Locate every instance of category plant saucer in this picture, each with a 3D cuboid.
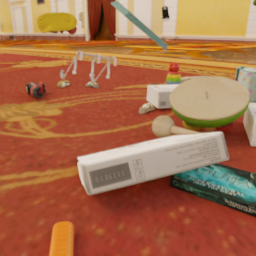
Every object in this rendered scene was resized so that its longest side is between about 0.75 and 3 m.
[{"bbox_3d":[0.265,-1.860,5.175,1.433,0.136,0.501,17,29,-52],"label":"plant saucer"}]

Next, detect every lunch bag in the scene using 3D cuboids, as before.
[{"bbox_3d":[5.072,-1.918,12.070,0.950,1.327,1.557,0,21,-8],"label":"lunch bag"}]

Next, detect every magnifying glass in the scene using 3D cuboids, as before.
[{"bbox_3d":[-0.836,2.083,3.286,1.052,0.296,2.644,-4,23,-8],"label":"magnifying glass"}]

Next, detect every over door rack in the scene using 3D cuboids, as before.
[{"bbox_3d":[-1.054,-1.477,7.326,1.027,0.463,1.390,2,-15,-32],"label":"over door rack"}]

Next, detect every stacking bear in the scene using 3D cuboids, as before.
[{"bbox_3d":[2.169,-2.462,13.469,0.761,1.339,0.813,-1,21,-2],"label":"stacking bear"}]

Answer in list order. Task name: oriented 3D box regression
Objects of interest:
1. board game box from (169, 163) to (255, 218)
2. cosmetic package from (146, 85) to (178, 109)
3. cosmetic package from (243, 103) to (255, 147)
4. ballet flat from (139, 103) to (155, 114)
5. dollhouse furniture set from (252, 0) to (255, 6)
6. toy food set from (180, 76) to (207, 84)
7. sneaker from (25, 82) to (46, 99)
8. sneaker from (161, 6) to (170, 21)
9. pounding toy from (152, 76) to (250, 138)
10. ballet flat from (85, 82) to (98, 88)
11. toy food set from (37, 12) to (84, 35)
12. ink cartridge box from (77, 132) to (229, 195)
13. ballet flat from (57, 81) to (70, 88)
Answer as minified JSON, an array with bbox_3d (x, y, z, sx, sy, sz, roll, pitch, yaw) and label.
[{"bbox_3d":[1.911,1.120,5.734,1.777,0.250,1.202,14,26,33],"label":"board game box"},{"bbox_3d":[2.263,-1.326,11.278,2.816,0.713,1.162,-5,20,-18],"label":"cosmetic package"},{"bbox_3d":[4.071,-0.123,8.253,1.053,0.767,2.071,5,23,13],"label":"cosmetic package"},{"bbox_3d":[0.735,-0.763,10.509,0.317,0.314,0.933,15,25,31],"label":"ballet flat"},{"bbox_3d":[3.961,-3.141,6.275,1.800,1.179,0.904,17,4,-9],"label":"dollhouse furniture set"},{"bbox_3d":[3.096,-2.334,14.462,1.772,0.535,1.271,-13,13,-33],"label":"toy food set"},{"bbox_3d":[-4.175,-1.652,12.419,0.822,0.595,1.683,-2,19,-6],"label":"sneaker"},{"bbox_3d":[1.425,-4.458,10.888,0.328,0.501,0.896,-7,27,6],"label":"sneaker"},{"bbox_3d":[2.227,-0.246,8.242,2.216,1.332,2.871,17,47,33],"label":"pounding toy"},{"bbox_3d":[-1.852,-2.225,14.345,0.857,0.273,0.289,15,26,35],"label":"ballet flat"},{"bbox_3d":[-1.551,-2.370,6.575,1.102,0.360,0.649,-7,59,-14],"label":"toy food set"},{"bbox_3d":[0.298,0.673,6.116,2.755,0.600,2.391,-12,-2,-13],"label":"ink cartridge box"},{"bbox_3d":[-3.279,-2.256,14.379,0.307,0.335,0.975,18,25,13],"label":"ballet flat"}]
